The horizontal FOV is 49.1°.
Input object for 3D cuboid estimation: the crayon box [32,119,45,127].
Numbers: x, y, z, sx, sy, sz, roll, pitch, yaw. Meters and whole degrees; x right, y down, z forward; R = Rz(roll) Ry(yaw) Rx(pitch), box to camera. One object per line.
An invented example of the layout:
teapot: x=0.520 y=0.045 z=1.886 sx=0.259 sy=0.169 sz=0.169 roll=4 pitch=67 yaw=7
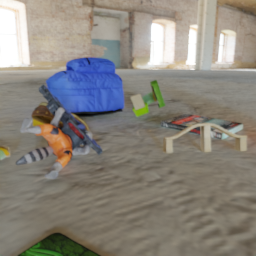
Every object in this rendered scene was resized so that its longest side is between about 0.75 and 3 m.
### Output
crayon box: x=-2.649 y=-0.152 z=9.755 sx=0.931 sy=0.373 sz=1.467 roll=14 pitch=21 yaw=42

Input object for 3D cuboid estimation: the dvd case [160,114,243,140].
dvd case: x=2.544 y=-0.099 z=9.796 sx=2.314 sy=0.255 sz=1.689 roll=12 pitch=19 yaw=40

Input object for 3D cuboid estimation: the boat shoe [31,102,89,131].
boat shoe: x=-2.167 y=-0.154 z=8.852 sx=1.915 sy=0.689 sz=0.647 roll=24 pitch=44 yaw=11

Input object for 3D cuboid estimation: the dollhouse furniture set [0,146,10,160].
dollhouse furniture set: x=-4.098 y=0.382 z=6.784 sx=2.248 sy=0.868 sz=1.123 roll=4 pitch=16 yaw=13

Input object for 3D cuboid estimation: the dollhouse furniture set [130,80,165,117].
dollhouse furniture set: x=0.719 y=-1.413 z=11.963 sx=1.337 sy=1.025 sz=2.041 roll=-20 pitch=17 yaw=8

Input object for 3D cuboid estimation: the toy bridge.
toy bridge: x=2.054 y=0.260 z=7.404 sx=2.258 sy=0.759 sz=0.307 roll=-2 pitch=-2 yaw=-6

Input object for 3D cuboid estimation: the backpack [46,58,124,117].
backpack: x=-1.955 y=-1.674 z=11.689 sx=2.867 sy=2.406 sz=2.330 roll=-11 pitch=11 yaw=-24

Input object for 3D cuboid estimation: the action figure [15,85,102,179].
action figure: x=-1.807 y=0.111 z=6.736 sx=1.176 sy=2.248 sz=2.175 roll=-41 pitch=-4 yaw=15

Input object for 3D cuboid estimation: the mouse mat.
mouse mat: x=-0.831 y=1.740 z=3.311 sx=1.376 sy=0.052 sz=1.108 roll=9 pitch=18 yaw=34
